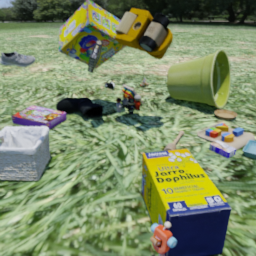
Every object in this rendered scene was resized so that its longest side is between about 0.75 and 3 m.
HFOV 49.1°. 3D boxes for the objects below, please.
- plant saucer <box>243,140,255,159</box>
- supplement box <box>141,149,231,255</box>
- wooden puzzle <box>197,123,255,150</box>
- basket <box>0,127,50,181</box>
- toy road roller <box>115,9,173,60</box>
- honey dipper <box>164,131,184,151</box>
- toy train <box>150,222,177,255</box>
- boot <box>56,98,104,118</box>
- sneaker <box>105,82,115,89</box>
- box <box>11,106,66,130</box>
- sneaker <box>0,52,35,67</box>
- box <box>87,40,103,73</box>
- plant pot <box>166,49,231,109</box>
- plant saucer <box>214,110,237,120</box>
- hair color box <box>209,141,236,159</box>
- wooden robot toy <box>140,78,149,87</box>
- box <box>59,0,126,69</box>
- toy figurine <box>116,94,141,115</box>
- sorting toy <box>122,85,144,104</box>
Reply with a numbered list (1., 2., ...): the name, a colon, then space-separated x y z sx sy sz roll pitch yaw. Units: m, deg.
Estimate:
1. plant saucer: 5.373 1.050 9.243 2.898 0.275 1.013 16 30 31
2. supplement box: 1.197 1.676 6.684 1.304 1.312 2.395 -5 25 -9
3. wooden puzzle: 3.768 0.231 10.795 1.533 0.383 1.655 -18 31 -34
4. basket: -3.300 0.771 8.715 1.497 1.204 1.484 0 26 2
5. toy road roller: 0.711 -3.458 10.704 2.135 1.312 1.558 29 -2 34
6. honey dipper: 1.737 0.504 10.330 0.355 0.355 1.868 10 25 20
7. toy train: 0.851 2.544 5.039 0.440 1.187 1.581 -9 30 -40
8. boot: -2.174 -0.886 12.819 1.888 0.699 1.547 -11 28 -29
9. sneaker: -1.108 -2.459 16.527 0.534 0.349 0.955 -9 19 -10
10. box: -3.867 -0.443 12.194 1.933 0.378 1.323 12 28 23
11. sneaker: -2.784 -1.753 7.073 0.834 0.342 0.312 -8 54 -23
12. box: -1.281 -2.752 10.863 0.263 1.072 0.864 20 69 -5
13. plant pot: 3.450 -2.371 14.079 2.565 2.790 2.790 4 23 36
14. plant saucer: 4.419 -0.574 12.716 0.989 0.175 0.989 0 26 0
15. hair color box: 3.321 0.749 9.868 0.437 0.259 0.800 -19 29 -32
16. wooden robot toy: 1.035 -2.650 16.995 0.462 0.449 1.019 35 24 -9
17. box: -1.532 -3.917 12.066 2.055 1.302 2.134 16 -31 -41
18. toy figurine: -0.006 -1.181 13.312 1.073 0.758 1.090 14 29 27
19. sorting toy: 0.168 -1.608 14.100 0.354 1.010 1.017 -46 36 -6
